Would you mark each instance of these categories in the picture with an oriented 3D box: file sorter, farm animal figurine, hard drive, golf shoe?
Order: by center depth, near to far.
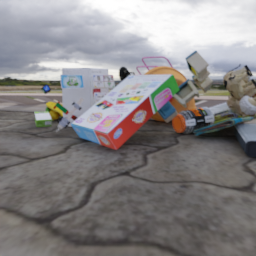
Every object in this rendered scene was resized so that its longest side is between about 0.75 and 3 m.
[{"bbox_3d":[4.275,0.331,8.178,1.969,0.464,2.821,2,10,14],"label":"hard drive"},{"bbox_3d":[3.469,-0.855,8.527,1.145,1.839,2.278,-28,8,27],"label":"farm animal figurine"},{"bbox_3d":[-0.005,-2.239,12.160,0.549,0.667,1.412,-10,-36,21],"label":"golf shoe"},{"bbox_3d":[1.067,-2.163,14.574,1.904,2.740,1.718,11,-27,45],"label":"file sorter"}]

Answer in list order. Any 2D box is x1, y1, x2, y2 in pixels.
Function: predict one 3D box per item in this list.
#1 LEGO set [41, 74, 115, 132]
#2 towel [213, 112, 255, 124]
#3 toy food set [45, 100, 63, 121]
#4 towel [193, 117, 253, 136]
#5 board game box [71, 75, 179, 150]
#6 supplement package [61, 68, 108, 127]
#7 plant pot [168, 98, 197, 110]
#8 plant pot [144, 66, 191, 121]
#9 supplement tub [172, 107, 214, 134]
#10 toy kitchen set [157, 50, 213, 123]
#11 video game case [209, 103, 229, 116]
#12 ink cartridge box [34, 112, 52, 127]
[{"bbox_3d":[-1.753,-0.952,10.288,2.692,2.011,0.661,-4,-11,-23],"label":"LEGO set"},{"bbox_3d":[4.433,-0.432,11.231,2.881,0.328,2.069,-6,-7,-29],"label":"towel"},{"bbox_3d":[-3.477,-0.725,13.946,1.302,0.723,2.213,23,9,-8],"label":"toy food set"},{"bbox_3d":[3.321,-0.068,9.637,1.454,0.215,1.983,-20,-9,39],"label":"towel"},{"bbox_3d":[-0.134,-0.672,9.090,2.977,0.600,2.278,-43,30,-23],"label":"board game box"},{"bbox_3d":[-1.764,-1.297,11.790,1.446,2.415,1.464,5,12,26],"label":"supplement package"},{"bbox_3d":[2.879,-1.415,15.475,1.886,1.320,1.886,2,7,0],"label":"plant pot"},{"bbox_3d":[1.697,-1.390,12.384,2.537,2.537,1.776,-1,15,-6],"label":"plant pot"},{"bbox_3d":[2.362,-0.261,10.250,1.380,0.846,0.846,-11,14,-25],"label":"supplement tub"},{"bbox_3d":[1.558,-1.470,9.303,2.074,1.222,1.662,-39,-26,6],"label":"toy kitchen set"},{"bbox_3d":[3.927,-0.744,11.826,2.903,0.344,2.642,-18,-5,39],"label":"video game case"},{"bbox_3d":[-3.642,-0.383,11.940,0.621,0.318,0.840,-4,30,-23],"label":"ink cartridge box"}]
